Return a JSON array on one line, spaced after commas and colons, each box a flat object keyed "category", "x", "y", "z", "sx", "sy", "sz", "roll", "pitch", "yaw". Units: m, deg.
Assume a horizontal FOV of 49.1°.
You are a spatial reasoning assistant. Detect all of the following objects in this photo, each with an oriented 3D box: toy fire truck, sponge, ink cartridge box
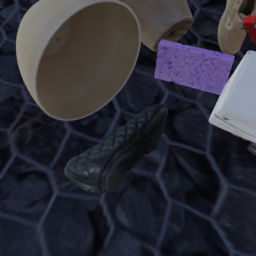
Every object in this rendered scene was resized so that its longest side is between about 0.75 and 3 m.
[{"category": "toy fire truck", "x": 2.313, "y": -2.014, "z": 5.016, "sx": 0.227, "sy": 0.932, "sz": 0.657, "roll": 18, "pitch": 82, "yaw": 46}, {"category": "sponge", "x": 1.479, "y": -1.391, "z": 6.463, "sx": 1.674, "sy": 0.934, "sz": 0.250, "roll": 18, "pitch": 46, "yaw": 14}, {"category": "ink cartridge box", "x": 1.813, "y": -0.200, "z": 3.610, "sx": 1.244, "sy": 1.704, "sz": 0.719, "roll": 26, "pitch": 91, "yaw": 13}]

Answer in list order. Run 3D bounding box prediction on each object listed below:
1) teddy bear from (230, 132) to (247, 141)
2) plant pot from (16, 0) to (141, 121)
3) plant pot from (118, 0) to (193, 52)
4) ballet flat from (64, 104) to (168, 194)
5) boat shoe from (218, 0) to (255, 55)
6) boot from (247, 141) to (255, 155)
[{"category": "teddy bear", "x": 2.911, "y": -0.151, "z": 5.821, "sx": 1.583, "sy": 1.148, "sz": 0.529, "roll": -26, "pitch": 106, "yaw": 3}, {"category": "plant pot", "x": -1.141, "y": -1.557, "z": 5.381, "sx": 2.372, "sy": 2.372, "sz": 1.593, "roll": -39, "pitch": 62, "yaw": -20}, {"category": "plant pot", "x": 0.781, "y": -3.848, "z": 8.976, "sx": 2.644, "sy": 2.644, "sz": 2.294, "roll": -31, "pitch": 80, "yaw": -16}, {"category": "ballet flat", "x": 0.028, "y": 0.144, "z": 4.985, "sx": 0.812, "sy": 0.950, "sz": 2.858, "roll": 17, "pitch": 28, "yaw": 23}, {"category": "boat shoe", "x": 2.522, "y": -2.481, "z": 6.357, "sx": 0.657, "sy": 1.843, "sz": 0.595, "roll": -15, "pitch": 40, "yaw": -12}, {"category": "boot", "x": 4.354, "y": 0.425, "z": 7.464, "sx": 1.748, "sy": 0.599, "sz": 1.646, "roll": 33, "pitch": 65, "yaw": 16}]
